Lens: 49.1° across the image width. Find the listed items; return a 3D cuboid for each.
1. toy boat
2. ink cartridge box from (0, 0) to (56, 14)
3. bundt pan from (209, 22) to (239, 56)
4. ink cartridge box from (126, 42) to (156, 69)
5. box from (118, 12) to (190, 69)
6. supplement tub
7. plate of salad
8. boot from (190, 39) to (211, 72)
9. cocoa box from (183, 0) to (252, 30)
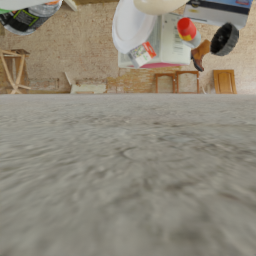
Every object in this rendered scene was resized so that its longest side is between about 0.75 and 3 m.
[{"bbox_3d":[0.857,-2.267,5.060,1.423,1.693,0.787,-22,-14,20],"label":"toy boat"},{"bbox_3d":[-1.055,-2.579,3.125,2.829,2.074,1.175,-12,18,2],"label":"ink cartridge box"},{"bbox_3d":[2.379,-2.123,6.844,0.314,0.836,0.836,18,2,-18],"label":"bundt pan"},{"bbox_3d":[0.379,-1.815,6.807,0.807,0.440,0.203,-38,9,-30],"label":"ink cartridge box"},{"bbox_3d":[0.801,-2.764,9.221,1.256,1.474,2.305,-4,9,-35],"label":"box"},{"bbox_3d":[-2.537,-3.318,7.270,1.229,1.229,2.005,-7,0,-42],"label":"supplement tub"},{"bbox_3d":[0.231,-3.139,7.977,0.507,2.113,2.113,7,2,-37],"label":"plate of salad"},{"bbox_3d":[3.010,-2.862,11.126,1.054,0.992,0.361,-35,-17,1],"label":"boot"},{"bbox_3d":[2.371,-3.293,7.383,1.575,1.034,1.050,15,18,11],"label":"cocoa box"}]
